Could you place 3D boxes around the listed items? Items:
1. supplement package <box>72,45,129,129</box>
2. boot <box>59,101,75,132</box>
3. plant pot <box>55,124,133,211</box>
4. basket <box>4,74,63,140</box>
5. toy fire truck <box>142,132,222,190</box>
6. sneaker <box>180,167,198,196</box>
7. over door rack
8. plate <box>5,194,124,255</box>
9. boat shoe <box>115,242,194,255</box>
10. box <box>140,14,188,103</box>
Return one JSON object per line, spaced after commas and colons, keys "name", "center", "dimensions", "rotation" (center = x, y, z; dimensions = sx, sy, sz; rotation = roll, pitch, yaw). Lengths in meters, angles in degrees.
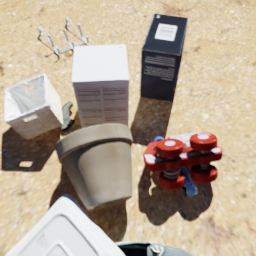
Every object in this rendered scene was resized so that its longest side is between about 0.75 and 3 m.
{"name": "supplement package", "center": [-1.013, -1.590, 11.209], "dimensions": [2.019, 2.680, 2.034], "rotation": [-3, 53, -2]}
{"name": "boot", "center": [-2.546, -0.457, 11.817], "dimensions": [0.851, 0.441, 1.302], "rotation": [32, 68, 19]}
{"name": "plant pot", "center": [-0.878, 1.419, 9.318], "dimensions": [2.625, 2.625, 2.277], "rotation": [-14, 71, -11]}
{"name": "basket", "center": [-3.697, -0.797, 11.129], "dimensions": [1.830, 1.485, 1.846], "rotation": [-21, 52, 4]}
{"name": "toy fire truck", "center": [1.885, 0.879, 10.150], "dimensions": [2.773, 1.555, 2.329], "rotation": [-9, 20, -4]}
{"name": "sneaker", "center": [1.948, 1.863, 9.999], "dimensions": [0.572, 0.498, 1.271], "rotation": [-22, 56, -12]}
{"name": "over door rack", "center": [-3.541, -5.104, 15.037], "dimensions": [1.880, 0.848, 2.545], "rotation": [-28, 58, -20]}
{"name": "plate", "center": [-1.974, 3.785, 8.045], "dimensions": [2.811, 0.454, 2.805], "rotation": [40, 81, 24]}
{"name": "boat shoe", "center": [0.655, 3.875, 8.215], "dimensions": [2.814, 0.869, 1.025], "rotation": [4, 55, 4]}
{"name": "box", "center": [1.546, -3.047, 12.298], "dimensions": [1.578, 2.688, 2.643], "rotation": [12, 54, 9]}
